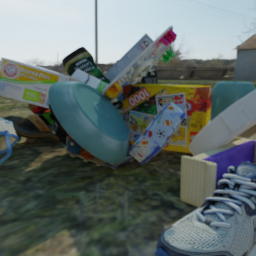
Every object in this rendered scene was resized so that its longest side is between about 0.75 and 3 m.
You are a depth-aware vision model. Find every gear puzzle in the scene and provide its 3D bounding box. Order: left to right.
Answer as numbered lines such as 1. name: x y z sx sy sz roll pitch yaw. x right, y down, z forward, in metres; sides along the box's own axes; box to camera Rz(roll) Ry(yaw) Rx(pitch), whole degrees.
1. gear puzzle: -0.746 0.489 6.281 1.368 0.179 0.708 25 39 -29

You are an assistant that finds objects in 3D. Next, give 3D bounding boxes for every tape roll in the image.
1. tape roll: 2.563 -0.058 6.219 2.655 2.655 0.485 -11 61 -41

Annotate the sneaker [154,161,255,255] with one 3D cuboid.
1. sneaker: 1.477 1.023 3.751 2.753 1.173 1.061 -9 15 -33

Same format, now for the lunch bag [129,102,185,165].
1. lunch bag: 0.713 0.143 6.802 1.563 0.591 1.253 -47 -5 -22

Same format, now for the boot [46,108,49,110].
1. boot: -2.433 -0.915 11.635 0.790 1.749 2.134 39 -8 22

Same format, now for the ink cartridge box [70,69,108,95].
1. ink cartridge box: -1.154 -1.125 7.906 0.967 0.706 0.408 27 53 -4

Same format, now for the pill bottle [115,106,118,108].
1. pill bottle: -0.542 -0.966 14.146 0.860 0.500 0.500 -1 13 -7

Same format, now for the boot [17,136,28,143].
1. boot: -3.331 0.070 9.359 1.254 0.630 1.739 -8 11 -37

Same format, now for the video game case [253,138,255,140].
1. video game case: 4.598 0.424 8.053 2.015 0.458 1.826 -3 14 -14

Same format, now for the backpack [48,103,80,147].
1. backpack: -1.200 -0.086 7.422 1.234 1.415 1.610 -24 30 -28

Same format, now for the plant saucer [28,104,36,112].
1. plant saucer: -3.251 -1.321 13.106 2.802 0.413 2.802 -27 -8 -4

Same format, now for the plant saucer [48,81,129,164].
1. plant saucer: -0.762 -0.281 6.726 0.446 2.481 2.481 -41 0 18

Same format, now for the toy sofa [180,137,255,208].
1. toy sofa: 2.013 0.827 5.291 2.131 0.883 1.040 -11 16 -41

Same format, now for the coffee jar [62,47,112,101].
1. coffee jar: -1.295 -1.655 9.057 1.025 1.966 0.839 -35 -17 -2

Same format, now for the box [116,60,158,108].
1. box: 0.362 -1.817 12.076 1.715 2.095 0.902 -5 -7 -7

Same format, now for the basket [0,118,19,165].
1. basket: -2.995 0.389 6.404 0.940 1.066 0.742 -38 -30 25

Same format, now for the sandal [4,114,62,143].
1. sandal: -2.614 -0.058 8.513 2.227 0.608 0.910 15 24 -25

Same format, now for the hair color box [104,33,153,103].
1. hair color box: -0.044 -1.980 9.937 2.777 0.842 1.375 -41 2 14

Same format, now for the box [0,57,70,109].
1. box: -3.122 -1.436 9.319 2.175 1.223 1.102 14 7 -12

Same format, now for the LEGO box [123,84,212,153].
1. LEGO box: 1.132 -0.337 8.253 2.462 1.834 0.950 5 13 25

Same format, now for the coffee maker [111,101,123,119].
1. coffee maker: -0.777 -0.160 9.862 1.534 1.033 1.474 -7 -27 -32

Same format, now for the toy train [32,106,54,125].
1. toy train: -2.614 -0.507 10.389 1.357 0.993 2.345 -15 13 -6

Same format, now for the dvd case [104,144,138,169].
1. dvd case: -0.447 0.647 7.738 1.455 0.156 1.957 -12 18 -41

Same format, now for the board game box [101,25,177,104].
1. board game box: 0.444 -1.676 8.259 2.450 0.317 2.449 -42 -4 7

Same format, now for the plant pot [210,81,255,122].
1. plant pot: 4.398 -1.060 11.759 2.165 1.738 2.165 0 13 0
